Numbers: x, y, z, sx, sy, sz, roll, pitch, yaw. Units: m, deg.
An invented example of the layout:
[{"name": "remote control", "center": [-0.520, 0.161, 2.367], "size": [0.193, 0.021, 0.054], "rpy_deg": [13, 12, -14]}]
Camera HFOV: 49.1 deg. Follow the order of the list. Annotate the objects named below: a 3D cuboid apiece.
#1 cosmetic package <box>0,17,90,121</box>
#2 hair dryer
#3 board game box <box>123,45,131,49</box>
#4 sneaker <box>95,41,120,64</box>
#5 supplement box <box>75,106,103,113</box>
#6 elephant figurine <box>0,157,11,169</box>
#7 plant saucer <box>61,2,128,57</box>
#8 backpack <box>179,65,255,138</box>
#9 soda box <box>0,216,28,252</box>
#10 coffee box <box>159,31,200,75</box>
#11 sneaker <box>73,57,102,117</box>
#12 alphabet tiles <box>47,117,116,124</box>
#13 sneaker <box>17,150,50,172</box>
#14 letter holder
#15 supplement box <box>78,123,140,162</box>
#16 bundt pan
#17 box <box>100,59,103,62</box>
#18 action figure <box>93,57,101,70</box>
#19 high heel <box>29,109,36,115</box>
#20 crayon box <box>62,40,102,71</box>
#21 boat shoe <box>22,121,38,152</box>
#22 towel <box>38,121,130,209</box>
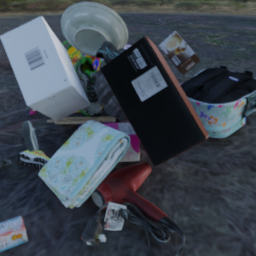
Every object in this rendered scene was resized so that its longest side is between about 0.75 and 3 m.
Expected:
[{"name": "cosmetic package", "center": [-2.432, -1.655, 8.646], "size": [1.394, 2.260, 2.268], "rpy_deg": [-25, -11, 2]}, {"name": "hair dryer", "center": [0.155, 1.877, 6.847], "size": [2.197, 0.784, 2.885], "rpy_deg": [13, 36, -3]}, {"name": "board game box", "center": [-0.114, -4.424, 17.133], "size": [2.506, 0.546, 2.518], "rpy_deg": [14, -2, 25]}, {"name": "sneaker", "center": [-0.368, -2.107, 8.766], "size": [1.570, 0.592, 0.622], "rpy_deg": [38, 75, 27]}, {"name": "supplement box", "center": [-1.931, -1.254, 12.255], "size": [1.493, 0.818, 0.813], "rpy_deg": [-10, 30, -18]}, {"name": "elephant figurine", "center": [-4.216, 0.686, 7.943], "size": [1.066, 1.507, 1.169], "rpy_deg": [4, 29, 8]}, {"name": "plant saucer", "center": [-1.196, -3.115, 9.576], "size": [2.343, 2.343, 0.588], "rpy_deg": [5, 61, 8]}, {"name": "backpack", "center": [3.070, -0.908, 10.192], "size": [2.854, 2.148, 2.533], "rpy_deg": [-25, 38, -39]}, {"name": "soda box", "center": [-2.857, 2.376, 5.929], "size": [1.316, 0.450, 0.418], "rpy_deg": [-14, 32, -25]}, {"name": "coffee box", "center": [1.972, -2.903, 10.871], "size": [0.610, 0.874, 1.529], "rpy_deg": [28, 29, -50]}, {"name": "sneaker", "center": [-1.470, -1.477, 10.067], "size": [0.940, 1.027, 2.410], "rpy_deg": [-7, 68, -37]}, {"name": "alphabet tiles", "center": [-1.629, -0.286, 10.075], "size": [2.364, 0.107, 2.829], "rpy_deg": [-1, 5, -2]}, {"name": "sneaker", "center": [-2.612, 0.934, 8.405], "size": [1.319, 0.515, 0.596], "rpy_deg": [20, 27, 14]}, {"name": "letter holder", "center": [0.873, -0.678, 7.657], "size": [1.448, 2.879, 2.046], "rpy_deg": [-32, -8, 20]}, {"name": "supplement box", "center": [-0.616, 0.467, 8.918], "size": [1.900, 0.961, 0.982], "rpy_deg": [-1, 27, -4]}, {"name": "bundt pan", "center": [0.266, -1.564, 9.590], "size": [2.786, 2.786, 1.046], "rpy_deg": [-12, -12, -21]}, {"name": "box", "center": [-0.903, -3.240, 15.310], "size": [2.214, 1.376, 2.232], "rpy_deg": [17, 31, 29]}, {"name": "action figure", "center": [-1.178, -2.694, 11.335], "size": [0.555, 1.121, 0.366], "rpy_deg": [-9, -27, 41]}, {"name": "high heel", "center": [-4.020, -0.859, 11.978], "size": [0.277, 0.395, 0.823], "rpy_deg": [6, 29, 11]}, {"name": "crayon box", "center": [-1.921, -2.741, 11.590], "size": [1.288, 2.030, 0.515], "rpy_deg": [-52, 29, -20]}, {"name": "boat shoe", "center": [-2.876, 0.244, 8.273], "size": [0.339, 0.919, 0.295], "rpy_deg": [-15, 1, 23]}, {"name": "towel", "center": [-1.193, 0.794, 7.247], "size": [2.213, 0.533, 1.894], "rpy_deg": [-49, 39, -16]}]
